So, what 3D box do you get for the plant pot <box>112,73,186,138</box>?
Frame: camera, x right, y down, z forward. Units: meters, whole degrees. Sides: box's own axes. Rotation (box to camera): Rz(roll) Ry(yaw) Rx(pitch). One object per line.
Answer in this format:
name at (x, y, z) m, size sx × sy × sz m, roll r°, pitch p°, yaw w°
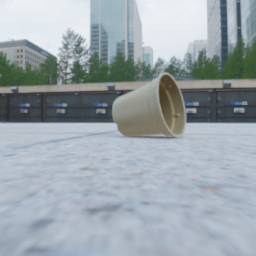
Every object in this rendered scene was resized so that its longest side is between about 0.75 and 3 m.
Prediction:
plant pot at (0.552, -0.493, 8.262) m, size 1.707 × 1.864 × 1.864 m, roll -12°, pitch -5°, yaw 32°
